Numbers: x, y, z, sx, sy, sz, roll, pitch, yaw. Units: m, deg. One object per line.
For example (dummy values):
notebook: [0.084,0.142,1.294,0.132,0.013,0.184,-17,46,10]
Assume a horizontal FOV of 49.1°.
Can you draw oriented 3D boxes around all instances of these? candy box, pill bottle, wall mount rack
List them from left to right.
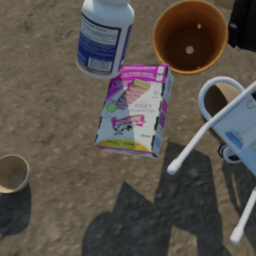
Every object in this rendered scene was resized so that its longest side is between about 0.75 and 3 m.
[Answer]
pill bottle: [-0.516,-2.254,6.397,1.147,2.068,1.147,10,43,-9]
candy box: [0.178,-0.469,7.140,1.552,0.694,2.276,5,74,24]
wall mount rack: [2.161,0.499,5.133,2.494,1.070,2.871,-42,92,4]

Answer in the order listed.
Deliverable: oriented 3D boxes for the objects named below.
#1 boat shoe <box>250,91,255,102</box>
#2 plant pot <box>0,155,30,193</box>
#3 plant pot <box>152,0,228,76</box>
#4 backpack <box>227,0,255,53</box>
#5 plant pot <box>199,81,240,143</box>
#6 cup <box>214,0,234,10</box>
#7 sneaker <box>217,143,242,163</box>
boat shoe: [4.975,-1.161,9.438,1.711,0.587,0.720,-19,63,-10]
plant pot: [-3.235,1.375,7.961,1.052,0.706,1.052,-1,66,2]
plant pot: [1.713,-2.330,7.846,1.927,1.349,1.927,0,89,13]
backpack: [3.768,-3.034,7.318,1.593,1.969,2.068,-18,28,-15]
plant pot: [2.337,-0.456,6.642,0.692,1.499,1.499,-16,63,-10]
cup: [3.549,-4.258,8.826,1.366,1.366,0.977,-39,73,-19]
sneaker: [2.891,0.448,6.606,1.531,0.856,0.559,-4,98,0]
